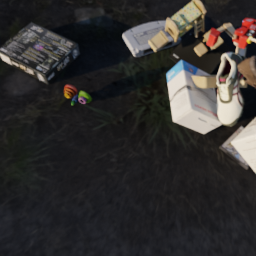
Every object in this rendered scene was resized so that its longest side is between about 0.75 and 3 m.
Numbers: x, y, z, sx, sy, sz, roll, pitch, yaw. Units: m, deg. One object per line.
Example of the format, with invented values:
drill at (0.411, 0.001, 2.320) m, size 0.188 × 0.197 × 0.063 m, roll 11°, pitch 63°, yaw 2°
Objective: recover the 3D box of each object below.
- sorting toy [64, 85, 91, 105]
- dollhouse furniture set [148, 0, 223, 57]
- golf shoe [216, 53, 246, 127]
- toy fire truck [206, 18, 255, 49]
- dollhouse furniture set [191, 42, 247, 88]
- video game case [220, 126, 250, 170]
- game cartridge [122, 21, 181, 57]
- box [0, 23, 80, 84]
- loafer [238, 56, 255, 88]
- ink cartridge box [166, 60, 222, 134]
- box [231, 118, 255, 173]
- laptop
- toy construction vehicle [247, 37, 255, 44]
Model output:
sorting toy at (-2.024, -1.174, 10.822) m, size 1.134 × 0.681 × 0.465 m, roll 29°, pitch 61°, yaw -4°
dollhouse furniture set at (2.292, -3.504, 11.114) m, size 2.246 × 1.249 × 1.987 m, roll -38°, pitch 86°, yaw 2°
golf shoe at (3.183, -1.239, 9.105) m, size 1.050 × 2.383 × 0.920 m, roll 1°, pitch 5°, yaw -44°
toy fire truck at (3.653, -3.287, 9.665) m, size 1.277 × 0.442 × 1.811 m, roll 29°, pitch 58°, yaw 21°
dollhouse furniture set at (3.500, -2.166, 9.503) m, size 2.311 × 1.640 × 1.831 m, roll -9°, pitch 18°, yaw -35°
video game case at (4.108, 0.676, 9.941) m, size 1.281 × 0.163 × 1.158 m, roll -38°, pitch 65°, yaw -21°
game cartridge at (1.029, -4.152, 12.854) m, size 2.355 × 0.489 × 1.568 m, roll -20°, pitch 56°, yaw -12°
box at (-3.875, -3.307, 12.199) m, size 2.749 × 0.598 × 2.202 m, roll 27°, pitch 62°, yaw 16°
loafer at (3.946, -1.633, 8.722) m, size 0.645 × 1.816 × 0.663 m, roll 1°, pitch 66°, yaw 43°
ink cartridge box at (2.378, -1.101, 10.206) m, size 1.626 × 0.938 × 2.242 m, roll 19°, pitch 52°, yaw -30°
box at (5.113, 0.116, 8.613) m, size 2.542 × 2.556 × 1.670 m, roll -39°, pitch 88°, yaw -19°
laptop at (3.390, -3.253, 12.461) m, size 2.012 × 1.173 × 2.270 m, roll 43°, pitch 41°, yaw 23°
toy construction vehicle at (4.435, -2.738, 8.588) m, size 1.171 × 0.412 × 1.019 m, roll 43°, pitch 99°, yaw 22°
